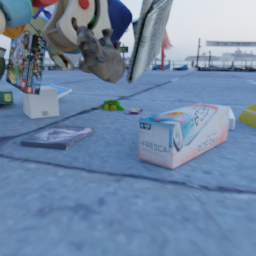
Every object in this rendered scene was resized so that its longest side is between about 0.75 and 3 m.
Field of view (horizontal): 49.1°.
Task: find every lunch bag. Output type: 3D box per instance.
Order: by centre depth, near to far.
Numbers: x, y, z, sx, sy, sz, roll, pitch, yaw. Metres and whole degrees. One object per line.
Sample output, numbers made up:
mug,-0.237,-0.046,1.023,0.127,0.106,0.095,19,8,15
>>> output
lunch bag,-0.835,-3.752,9.275,2.072,1.408,1.371,30,23,-25

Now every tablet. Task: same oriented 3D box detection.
tablet,-4.099,-1.716,14.190,1.670,0.175,2.567,-31,30,-28

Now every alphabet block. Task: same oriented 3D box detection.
alphabet block,-3.461,-4.014,10.695,1.506,1.542,1.514,28,42,-4

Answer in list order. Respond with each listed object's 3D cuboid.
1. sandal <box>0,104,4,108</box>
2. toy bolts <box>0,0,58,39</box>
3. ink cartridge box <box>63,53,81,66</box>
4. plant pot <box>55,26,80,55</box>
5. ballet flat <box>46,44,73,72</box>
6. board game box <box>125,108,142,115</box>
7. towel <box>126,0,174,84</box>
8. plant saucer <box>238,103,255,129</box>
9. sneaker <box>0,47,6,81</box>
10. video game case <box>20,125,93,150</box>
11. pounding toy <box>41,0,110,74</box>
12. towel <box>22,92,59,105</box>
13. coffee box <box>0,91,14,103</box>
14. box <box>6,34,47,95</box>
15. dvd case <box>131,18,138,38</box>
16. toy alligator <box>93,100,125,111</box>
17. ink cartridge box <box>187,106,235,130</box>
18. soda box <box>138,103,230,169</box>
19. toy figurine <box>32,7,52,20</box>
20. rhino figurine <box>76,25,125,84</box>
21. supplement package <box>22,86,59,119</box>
sandal,-5.603,-0.954,12.198,0.374,0.211,0.984,2,3,-21
toy bolts,-2.922,-2.365,5.522,2.763,2.639,1.916,18,60,21
ink cartridge box,-2.406,-2.873,11.326,0.957,0.694,0.401,11,-26,39
plant pot,-1.965,-3.115,9.722,0.974,1.214,1.214,12,4,-39
ballet flat,-2.289,-2.222,9.494,0.568,0.526,1.611,-20,-22,9
board game box,0.233,-0.656,11.087,0.513,0.138,0.855,8,15,14
towel,0.906,-3.287,9.569,0.506,2.928,2.819,25,43,13
plant saucer,4.567,-0.600,8.817,1.770,0.429,1.771,-24,14,2
sneaker,-5.006,-1.826,8.004,2.811,1.262,0.943,2,20,-19
video game case,-1.824,0.218,7.497,1.235,0.164,1.728,4,14,15
pounding toy,-1.587,-2.805,7.290,1.634,2.848,1.629,1,13,43
towel,-4.039,-1.360,13.012,1.084,0.160,1.479,4,31,18
coffee box,-5.723,-1.324,12.286,1.326,0.474,2.156,-4,5,-20
box,-2.923,-1.855,7.898,0.410,1.486,2.175,4,13,-36
dvd case,0.597,-3.955,11.166,0.877,0.132,1.201,-24,-23,-2
toy alligator,-0.834,-0.987,11.750,1.575,0.427,0.467,9,16,31
ink cartridge box,2.664,-0.367,9.314,1.550,0.393,1.760,5,14,16
soda box,1.405,0.058,6.472,0.874,0.940,2.748,11,18,39
toy figurine,-3.050,-3.480,8.000,1.745,1.536,2.912,31,-16,-29
rhino figurine,-0.642,-1.722,6.700,0.820,1.199,2.741,-8,2,12
supplement package,-3.328,-1.003,10.571,1.031,1.023,1.358,-8,16,-29
